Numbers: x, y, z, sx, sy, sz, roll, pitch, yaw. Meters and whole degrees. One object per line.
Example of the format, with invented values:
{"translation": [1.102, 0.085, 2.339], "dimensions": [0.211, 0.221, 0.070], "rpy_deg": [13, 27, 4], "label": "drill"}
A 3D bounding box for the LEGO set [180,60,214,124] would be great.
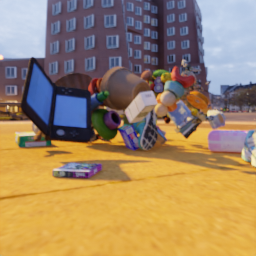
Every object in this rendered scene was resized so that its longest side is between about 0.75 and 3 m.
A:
{"translation": [2.351, -1.234, 10.357], "dimensions": [0.706, 2.490, 1.617], "rpy_deg": [-33, -1, -45], "label": "LEGO set"}

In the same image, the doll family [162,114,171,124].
{"translation": [1.675, -1.194, 13.757], "dimensions": [0.918, 2.340, 1.353], "rpy_deg": [-35, 42, 0], "label": "doll family"}

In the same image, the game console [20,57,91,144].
{"translation": [-2.277, -0.952, 9.473], "dimensions": [2.262, 2.572, 1.497], "rpy_deg": [6, -41, -14], "label": "game console"}

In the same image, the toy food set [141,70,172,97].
{"translation": [1.074, -2.050, 12.330], "dimensions": [2.150, 1.265, 0.702], "rpy_deg": [2, -30, 41], "label": "toy food set"}

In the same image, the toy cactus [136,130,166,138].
{"translation": [0.820, 0.178, 15.544], "dimensions": [2.467, 1.529, 2.989], "rpy_deg": [19, 1, 1], "label": "toy cactus"}

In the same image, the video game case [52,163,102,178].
{"translation": [-1.227, 1.039, 6.892], "dimensions": [0.907, 0.179, 1.001], "rpy_deg": [1, 3, 13], "label": "video game case"}

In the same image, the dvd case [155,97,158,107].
{"translation": [1.262, -1.296, 12.751], "dimensions": [0.195, 1.573, 1.182], "rpy_deg": [16, 36, -40], "label": "dvd case"}

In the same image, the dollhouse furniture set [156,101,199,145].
{"translation": [1.753, -0.736, 12.777], "dimensions": [2.231, 2.107, 1.456], "rpy_deg": [-37, -41, 11], "label": "dollhouse furniture set"}

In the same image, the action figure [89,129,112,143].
{"translation": [-1.575, 0.492, 13.768], "dimensions": [1.449, 0.783, 1.498], "rpy_deg": [-7, 14, 3], "label": "action figure"}

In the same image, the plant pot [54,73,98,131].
{"translation": [-2.405, -1.024, 13.727], "dimensions": [2.262, 2.420, 2.262], "rpy_deg": [-17, -28, -10], "label": "plant pot"}

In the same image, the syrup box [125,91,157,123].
{"translation": [0.434, -0.706, 9.889], "dimensions": [0.532, 0.551, 1.352], "rpy_deg": [-11, -18, -29], "label": "syrup box"}

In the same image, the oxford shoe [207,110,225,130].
{"translation": [3.722, -0.384, 11.718], "dimensions": [0.652, 0.850, 2.259], "rpy_deg": [-28, -2, 18], "label": "oxford shoe"}

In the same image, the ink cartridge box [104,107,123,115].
{"translation": [-0.796, -1.504, 14.481], "dimensions": [0.957, 1.651, 0.560], "rpy_deg": [-9, 21, -14], "label": "ink cartridge box"}

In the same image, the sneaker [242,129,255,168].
{"translation": [3.823, 0.528, 7.788], "dimensions": [0.985, 1.095, 2.537], "rpy_deg": [0, 3, 0], "label": "sneaker"}

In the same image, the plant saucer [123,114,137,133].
{"translation": [0.168, -0.176, 13.209], "dimensions": [0.302, 1.947, 1.947], "rpy_deg": [8, 5, 16], "label": "plant saucer"}

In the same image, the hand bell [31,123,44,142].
{"translation": [-3.410, 0.198, 10.825], "dimensions": [0.864, 0.864, 1.660], "rpy_deg": [-1, 17, -10], "label": "hand bell"}

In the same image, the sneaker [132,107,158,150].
{"translation": [0.662, -0.044, 11.523], "dimensions": [0.953, 2.394, 0.928], "rpy_deg": [-17, -47, 26], "label": "sneaker"}

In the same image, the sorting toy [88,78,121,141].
{"translation": [-0.876, -1.033, 11.982], "dimensions": [1.208, 2.942, 1.768], "rpy_deg": [-27, -25, 31], "label": "sorting toy"}

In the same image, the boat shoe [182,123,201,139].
{"translation": [2.633, 0.075, 11.400], "dimensions": [0.976, 0.276, 0.335], "rpy_deg": [-46, -27, 25], "label": "boat shoe"}

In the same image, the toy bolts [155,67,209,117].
{"translation": [1.692, -0.914, 9.339], "dimensions": [1.710, 1.241, 1.790], "rpy_deg": [31, -15, 20], "label": "toy bolts"}

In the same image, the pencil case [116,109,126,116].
{"translation": [-0.771, -0.796, 15.390], "dimensions": [1.839, 0.822, 0.715], "rpy_deg": [-37, 24, 0], "label": "pencil case"}

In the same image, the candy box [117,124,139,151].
{"translation": [0.047, 0.374, 11.528], "dimensions": [0.437, 0.960, 1.136], "rpy_deg": [-28, 11, -14], "label": "candy box"}

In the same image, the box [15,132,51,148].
{"translation": [-4.616, 0.503, 13.416], "dimensions": [1.435, 0.591, 2.445], "rpy_deg": [-2, 6, -25], "label": "box"}

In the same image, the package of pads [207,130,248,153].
{"translation": [4.203, 0.511, 10.737], "dimensions": [2.187, 0.827, 1.318], "rpy_deg": [1, 5, 21], "label": "package of pads"}

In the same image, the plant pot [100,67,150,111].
{"translation": [0.039, -1.553, 11.743], "dimensions": [1.882, 1.882, 1.641], "rpy_deg": [-3, 15, -42], "label": "plant pot"}
